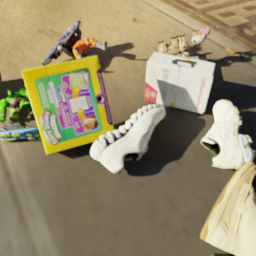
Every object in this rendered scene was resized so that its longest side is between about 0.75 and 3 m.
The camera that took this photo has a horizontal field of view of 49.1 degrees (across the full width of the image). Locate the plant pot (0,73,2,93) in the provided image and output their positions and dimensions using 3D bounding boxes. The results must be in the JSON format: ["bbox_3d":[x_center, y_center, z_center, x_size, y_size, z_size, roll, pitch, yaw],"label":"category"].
[{"bbox_3d":[-6.243,-1.957,10.570,1.895,2.184,2.184,-10,45,7],"label":"plant pot"}]

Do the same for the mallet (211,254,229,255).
[{"bbox_3d":[2.106,3.494,6.345,0.416,0.260,1.265,8,50,7],"label":"mallet"}]

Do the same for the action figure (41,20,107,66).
[{"bbox_3d":[-2.520,-3.428,12.799,2.695,1.410,2.607,-49,52,-7],"label":"action figure"}]

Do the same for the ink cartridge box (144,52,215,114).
[{"bbox_3d":[1.863,-1.660,10.385,2.312,1.685,0.957,15,41,13],"label":"ink cartridge box"}]

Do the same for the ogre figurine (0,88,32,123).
[{"bbox_3d":[-4.030,-0.908,10.170,1.584,0.777,0.950,-42,58,10],"label":"ogre figurine"}]

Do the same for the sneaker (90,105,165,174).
[{"bbox_3d":[0.253,0.326,8.930,3.000,1.127,1.216,-37,68,-28],"label":"sneaker"}]

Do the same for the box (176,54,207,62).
[{"bbox_3d":[2.738,-2.597,12.207,1.360,0.440,1.725,5,45,6],"label":"box"}]

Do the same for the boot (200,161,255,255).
[{"bbox_3d":[3.327,2.225,7.045,2.095,0.981,2.695,28,53,25],"label":"boot"}]

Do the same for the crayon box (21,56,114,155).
[{"bbox_3d":[-1.806,-0.734,8.786,2.260,2.619,0.764,-15,17,-12],"label":"crayon box"}]

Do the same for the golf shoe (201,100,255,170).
[{"bbox_3d":[3.009,0.124,9.135,1.359,1.094,2.795,-6,44,2],"label":"golf shoe"}]

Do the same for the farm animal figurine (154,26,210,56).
[{"bbox_3d":[2.533,-3.647,12.587,1.776,1.106,2.199,-29,19,-35],"label":"farm animal figurine"}]

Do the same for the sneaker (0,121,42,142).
[{"bbox_3d":[-3.497,0.053,9.467,1.700,0.603,0.704,-3,48,-1],"label":"sneaker"}]
